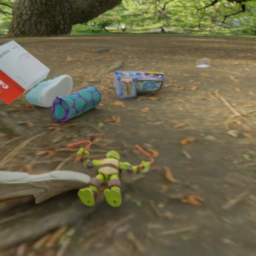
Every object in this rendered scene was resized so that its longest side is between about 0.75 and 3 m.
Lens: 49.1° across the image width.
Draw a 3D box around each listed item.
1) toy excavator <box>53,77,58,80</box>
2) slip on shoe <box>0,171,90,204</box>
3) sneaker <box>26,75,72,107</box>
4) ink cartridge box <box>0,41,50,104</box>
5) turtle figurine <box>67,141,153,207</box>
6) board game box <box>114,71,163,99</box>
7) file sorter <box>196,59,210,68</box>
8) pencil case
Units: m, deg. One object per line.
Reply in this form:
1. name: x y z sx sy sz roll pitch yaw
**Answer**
1. toy excavator: -3.269 -2.180 13.251 0.419 0.816 0.839 1 50 4
2. slip on shoe: -1.628 1.125 5.187 1.839 0.557 0.699 5 -24 -20
3. sneaker: -3.125 -1.590 11.221 1.043 0.941 2.544 11 24 13
4. ink cartridge box: -4.148 -2.040 9.962 1.774 0.623 2.182 39 37 -6
5. turtle figurine: -0.488 0.893 5.616 1.887 0.608 1.522 11 31 4
6. board game box: 0.349 -1.885 12.219 2.345 0.723 2.343 3 24 7
7. file sorter: 4.884 -4.200 18.163 0.808 0.503 0.560 -16 28 -36
8. pencil case: -1.765 -0.885 9.673 0.879 0.810 1.903 25 30 21
